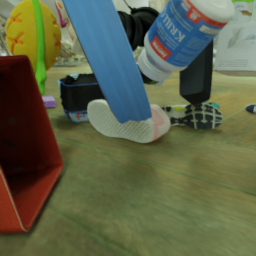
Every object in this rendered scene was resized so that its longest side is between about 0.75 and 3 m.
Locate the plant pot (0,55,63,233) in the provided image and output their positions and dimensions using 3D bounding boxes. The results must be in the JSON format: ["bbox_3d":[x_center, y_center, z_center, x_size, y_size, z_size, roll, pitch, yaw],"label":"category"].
[{"bbox_3d":[-2.751,0.251,4.797,2.185,2.479,2.477,-13,15,3],"label":"plant pot"}]

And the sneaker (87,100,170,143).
[{"bbox_3d":[0.058,-0.289,8.978,2.810,1.058,1.469,18,24,37],"label":"sneaker"}]

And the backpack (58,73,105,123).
[{"bbox_3d":[-1.715,-1.391,11.574,2.397,1.766,2.626,-7,17,-22],"label":"backpack"}]

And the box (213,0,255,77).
[{"bbox_3d":[3.343,-2.215,6.117,1.196,2.184,2.475,0,9,-40],"label":"box"}]

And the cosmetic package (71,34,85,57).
[{"bbox_3d":[-0.886,-2.568,8.691,1.579,0.817,0.577,14,44,-19],"label":"cosmetic package"}]

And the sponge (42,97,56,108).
[{"bbox_3d":[-4.877,-1.214,13.572,2.560,0.382,1.428,-5,16,-17],"label":"sponge"}]

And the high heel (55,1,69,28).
[{"bbox_3d":[-2.331,-3.845,9.526,0.407,0.849,0.286,-24,14,34],"label":"high heel"}]

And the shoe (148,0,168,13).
[{"bbox_3d":[1.111,-3.618,10.900,0.720,2.698,0.943,-5,22,-12],"label":"shoe"}]

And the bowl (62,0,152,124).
[{"bbox_3d":[-0.407,-1.386,4.540,0.565,2.880,2.880,-23,16,2],"label":"bowl"}]

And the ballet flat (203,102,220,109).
[{"bbox_3d":[3.920,-1.044,13.119,0.342,0.342,0.951,-13,21,-40],"label":"ballet flat"}]

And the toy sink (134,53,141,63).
[{"bbox_3d":[0.907,-1.990,8.763,0.877,0.754,1.346,-29,-8,28],"label":"toy sink"}]

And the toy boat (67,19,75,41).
[{"bbox_3d":[-1.420,-3.269,9.887,1.179,1.181,1.806,-20,42,-2],"label":"toy boat"}]

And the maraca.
[{"bbox_3d":[-2.716,-2.324,8.197,1.543,2.884,1.977,-5,0,-24],"label":"maraca"}]

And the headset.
[{"bbox_3d":[0.012,-2.479,7.351,1.407,2.996,1.850,-23,7,47],"label":"headset"}]

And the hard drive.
[{"bbox_3d":[1.716,-2.072,6.932,0.602,2.843,1.917,1,-3,23],"label":"hard drive"}]

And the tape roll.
[{"bbox_3d":[0.699,-2.154,10.680,1.673,0.306,1.673,29,23,-14],"label":"tape roll"}]

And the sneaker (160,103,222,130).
[{"bbox_3d":[2.155,-0.485,10.070,2.406,0.933,0.958,7,8,24],"label":"sneaker"}]

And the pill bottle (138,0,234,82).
[{"bbox_3d":[0.891,-1.625,4.943,0.989,0.989,1.763,-11,-24,-35],"label":"pill bottle"}]

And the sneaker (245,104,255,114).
[{"bbox_3d":[5.510,-0.724,11.703,1.236,0.433,0.670,12,17,28],"label":"sneaker"}]
